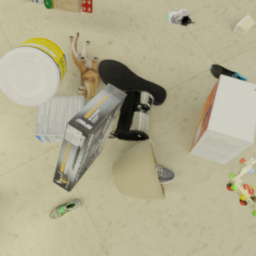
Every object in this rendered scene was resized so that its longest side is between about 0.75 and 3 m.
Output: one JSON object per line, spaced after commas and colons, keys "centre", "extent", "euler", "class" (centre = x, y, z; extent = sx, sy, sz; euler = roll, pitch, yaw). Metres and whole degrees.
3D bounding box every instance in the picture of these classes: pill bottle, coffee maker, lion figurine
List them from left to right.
{"centre": [-2.560, -1.767, 8.019], "extent": [1.509, 1.509, 2.711], "euler": [-6, 27, -2], "class": "pill bottle"}
{"centre": [-1.747, -2.462, 11.110], "extent": [0.928, 1.568, 2.561], "euler": [-8, 53, -15], "class": "lion figurine"}
{"centre": [0.050, -0.466, 10.288], "extent": [1.638, 1.149, 1.706], "euler": [7, 68, 3], "class": "coffee maker"}

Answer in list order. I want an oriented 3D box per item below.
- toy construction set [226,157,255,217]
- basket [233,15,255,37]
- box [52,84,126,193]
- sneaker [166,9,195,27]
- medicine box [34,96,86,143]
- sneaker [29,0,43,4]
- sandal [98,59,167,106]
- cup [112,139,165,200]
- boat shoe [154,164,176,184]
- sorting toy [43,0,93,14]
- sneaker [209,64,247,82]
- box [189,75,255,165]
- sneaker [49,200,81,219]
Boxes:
{"centre": [3.099, 1.547, 7.027], "extent": [0.727, 1.035, 1.579], "euler": [-23, 78, -18], "class": "toy construction set"}
{"centre": [5.033, -4.391, 12.123], "extent": [0.773, 0.524, 0.477], "euler": [-42, 77, -14], "class": "basket"}
{"centre": [-0.966, 0.263, 6.853], "extent": [0.548, 2.266, 1.795], "euler": [30, 43, 5], "class": "box"}
{"centre": [1.521, -2.861, 7.384], "extent": [0.659, 0.366, 0.942], "euler": [31, 46, 32], "class": "sneaker"}
{"centre": [-2.448, -0.306, 10.363], "extent": [1.685, 0.867, 1.535], "euler": [0, 69, 1], "class": "medicine box"}
{"centre": [-4.683, -6.535, 12.851], "extent": [2.075, 0.838, 1.198], "euler": [18, 66, -1], "class": "sneaker"}
{"centre": [0.098, -1.684, 11.109], "extent": [2.957, 0.666, 1.111], "euler": [27, 76, -5], "class": "sandal"}
{"centre": [0.293, 1.500, 9.209], "extent": [1.424, 1.991, 1.991], "euler": [-15, 69, 7], "class": "cup"}
{"centre": [0.932, 1.511, 9.567], "extent": [1.556, 0.722, 0.581], "euler": [6, 60, -6], "class": "boat shoe"}
{"centre": [-1.933, -4.630, 9.487], "extent": [2.631, 1.268, 0.445], "euler": [22, 34, 33], "class": "sorting toy"}
{"centre": [3.346, -1.796, 9.330], "extent": [1.334, 0.546, 0.488], "euler": [23, 76, -15], "class": "sneaker"}
{"centre": [3.168, -0.155, 9.383], "extent": [1.373, 2.583, 1.967], "euler": [18, 69, 7], "class": "box"}
{"centre": [-2.146, 2.708, 9.415], "extent": [1.105, 0.490, 0.425], "euler": [-25, 71, -9], "class": "sneaker"}
